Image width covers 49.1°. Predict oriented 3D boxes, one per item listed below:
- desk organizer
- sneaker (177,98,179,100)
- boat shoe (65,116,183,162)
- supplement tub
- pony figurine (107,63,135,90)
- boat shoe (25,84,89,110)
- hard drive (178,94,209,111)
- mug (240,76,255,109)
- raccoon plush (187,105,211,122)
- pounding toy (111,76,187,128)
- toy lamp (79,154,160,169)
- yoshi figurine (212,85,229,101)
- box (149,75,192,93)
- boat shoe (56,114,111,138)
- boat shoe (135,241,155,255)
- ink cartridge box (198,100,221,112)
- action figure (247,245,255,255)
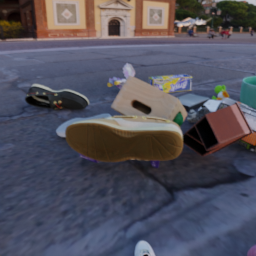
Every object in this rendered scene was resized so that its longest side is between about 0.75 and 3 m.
[{"bbox_3d":[2.103,0.210,7.221,0.858,0.799,2.228,-19,-14,-12],"label":"desk organizer"},{"bbox_3d":[1.401,-0.820,10.272,1.481,0.964,0.591,38,5,19],"label":"sneaker"},{"bbox_3d":[-0.097,0.212,7.004,2.923,1.082,0.970,6,25,13],"label":"boat shoe"},{"bbox_3d":[3.576,-0.028,8.444,1.950,1.195,1.195,28,33,25],"label":"supplement tub"},{"bbox_3d":[-0.160,-2.269,14.413,1.810,1.508,1.748,-19,61,-46],"label":"pony figurine"},{"bbox_3d":[-3.050,-1.142,11.996,2.752,1.007,0.862,12,53,9],"label":"boat shoe"},{"bbox_3d":[2.755,-1.181,12.796,1.174,0.277,1.682,21,30,41],"label":"hard drive"},{"bbox_3d":[5.513,-1.148,11.234,1.813,1.364,2.206,0,25,4],"label":"mug"},{"bbox_3d":[2.736,-0.244,10.281,0.621,0.860,1.284,37,18,-49],"label":"raccoon plush"},{"bbox_3d":[0.716,-0.253,8.241,2.147,1.526,1.976,30,0,23],"label":"pounding toy"},{"bbox_3d":[-0.231,0.716,7.563,2.140,0.623,0.623,7,22,2],"label":"toy lamp"},{"bbox_3d":[4.403,-1.651,13.401,0.767,0.764,1.365,-1,18,15],"label":"yoshi figurine"},{"bbox_3d":[2.263,-2.359,15.013,2.263,0.793,0.728,-8,23,-17],"label":"box"},{"bbox_3d":[-1.383,0.092,9.102,2.130,0.661,0.767,-8,35,27],"label":"boat shoe"},{"bbox_3d":[0.300,2.134,4.552,0.334,0.303,0.907,-3,22,-6],"label":"boat shoe"},{"bbox_3d":[3.536,-0.733,11.414,0.933,0.431,1.712,7,22,29],"label":"ink cartridge box"},{"bbox_3d":[2.330,1.967,3.852,1.730,1.288,1.159,6,24,-23],"label":"action figure"}]
